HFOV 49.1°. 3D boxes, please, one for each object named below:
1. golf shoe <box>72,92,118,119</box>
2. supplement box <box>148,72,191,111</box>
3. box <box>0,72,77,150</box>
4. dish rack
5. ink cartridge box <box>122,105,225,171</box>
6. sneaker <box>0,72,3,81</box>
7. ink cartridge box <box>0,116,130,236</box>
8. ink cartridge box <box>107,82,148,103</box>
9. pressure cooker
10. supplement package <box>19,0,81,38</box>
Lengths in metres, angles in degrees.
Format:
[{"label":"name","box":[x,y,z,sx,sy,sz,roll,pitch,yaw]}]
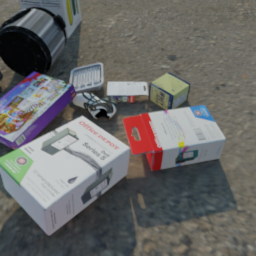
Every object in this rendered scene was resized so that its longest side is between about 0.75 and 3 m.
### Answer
[{"label":"golf shoe","box":[-1.267,-0.766,9.907,1.737,0.675,0.821,9,50,14]},{"label":"supplement box","box":[1.521,-1.345,10.428,1.088,0.731,1.089,-35,55,-29]},{"label":"box","box":[-3.405,-0.677,9.482,1.975,0.564,2.886,21,55,26]},{"label":"dish rack","box":[-1.616,-1.915,11.132,1.394,0.354,1.624,-13,45,6]},{"label":"ink cartridge box","box":[1.310,0.310,8.635,2.764,0.930,1.606,-9,46,-8]},{"label":"sneaker","box":[-5.982,-2.112,11.115,2.178,0.770,1.064,11,35,8]},{"label":"ink cartridge box","box":[-1.603,1.071,7.482,2.020,1.166,2.776,32,46,28]},{"label":"ink cartridge box","box":[-0.033,-1.365,10.698,1.539,0.387,0.838,0,46,-2]},{"label":"pressure cooker","box":[-3.866,-3.656,11.671,2.300,2.336,2.616,17,48,1]},{"label":"supplement package","box":[-3.854,-6.424,13.881,2.244,2.979,2.261,8,46,8]}]
